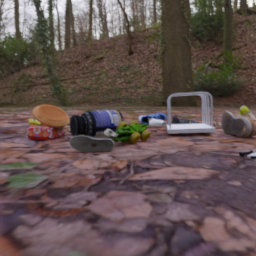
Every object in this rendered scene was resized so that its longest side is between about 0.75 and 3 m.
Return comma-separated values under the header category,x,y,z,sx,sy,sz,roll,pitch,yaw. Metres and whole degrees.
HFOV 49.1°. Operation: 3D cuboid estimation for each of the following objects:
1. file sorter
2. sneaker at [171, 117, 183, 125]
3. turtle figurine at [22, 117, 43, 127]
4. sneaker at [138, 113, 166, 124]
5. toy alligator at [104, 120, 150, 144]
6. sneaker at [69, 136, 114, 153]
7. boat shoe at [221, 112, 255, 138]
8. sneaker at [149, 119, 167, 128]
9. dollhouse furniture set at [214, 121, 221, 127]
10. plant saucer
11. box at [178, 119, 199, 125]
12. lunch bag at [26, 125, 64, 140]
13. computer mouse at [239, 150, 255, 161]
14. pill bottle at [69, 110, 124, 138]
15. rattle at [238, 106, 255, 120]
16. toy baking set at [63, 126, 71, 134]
category,x,y,z,sx,sy,sz,roll,pitch,yaw
file sorter,2.950,-0.778,13.872,2.071,1.859,2.985,-2,5,7
sneaker,2.981,-0.352,16.549,0.941,0.500,0.352,9,0,-34
turtle figurine,-4.626,-0.227,15.073,2.071,0.667,1.670,-1,-3,44
sneaker,1.564,-0.547,18.090,1.837,0.679,0.756,-8,5,4
toy alligator,-0.086,0.261,10.567,0.921,0.667,2.778,41,27,26
sneaker,-1.204,0.538,9.254,1.425,0.533,0.757,7,-1,-9
boat shoe,5.205,-0.127,13.034,1.011,1.067,2.817,3,15,-6
sneaker,1.709,-0.248,16.237,0.533,0.505,1.323,18,18,40
dollhouse furniture set,5.549,-0.309,17.001,0.896,0.396,0.464,-5,8,-37
plant saucer,-3.261,-0.559,11.964,1.574,0.295,1.574,21,25,-10
box,3.502,-0.334,16.962,0.952,0.275,1.197,10,0,-38
lunch bag,-3.574,0.151,11.938,1.260,0.586,1.431,3,7,25
computer mouse,3.619,0.785,7.966,0.521,0.208,0.949,-1,6,-18
pill bottle,-1.319,-0.131,11.824,2.108,1.179,1.179,-4,7,-31
rattle,6.798,-0.226,16.287,1.505,1.652,2.312,44,16,29
toy baking set,-2.619,0.127,13.867,1.872,0.284,2.439,0,6,-29
